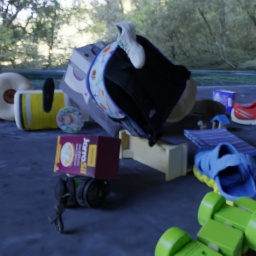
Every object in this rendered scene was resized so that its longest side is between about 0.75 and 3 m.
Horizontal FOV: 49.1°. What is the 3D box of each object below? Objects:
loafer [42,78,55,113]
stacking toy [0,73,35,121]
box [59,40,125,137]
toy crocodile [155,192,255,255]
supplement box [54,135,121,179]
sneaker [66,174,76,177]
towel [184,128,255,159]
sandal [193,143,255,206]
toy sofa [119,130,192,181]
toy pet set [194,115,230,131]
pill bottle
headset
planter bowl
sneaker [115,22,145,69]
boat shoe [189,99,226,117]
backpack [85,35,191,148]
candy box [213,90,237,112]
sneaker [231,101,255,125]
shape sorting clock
[{"bbox_3d":[-2.305,-0.931,8.033,0.345,1.017,0.357,5,-9,-18],"label":"loafer"},{"bbox_3d":[-5.250,-1.437,13.154,2.048,2.048,2.803,-3,6,-11],"label":"stacking toy"},{"bbox_3d":[-0.735,-1.418,9.884,2.829,1.869,1.623,41,42,9],"label":"box"},{"bbox_3d":[1.174,1.650,3.728,0.948,0.867,2.808,15,26,41],"label":"toy crocodile"},{"bbox_3d":[-0.890,0.604,5.971,0.646,0.832,1.507,12,-11,-43],"label":"supplement box"},{"bbox_3d":[-1.287,0.883,7.099,0.950,0.383,0.696,-18,27,-35],"label":"sneaker"},{"bbox_3d":[2.862,0.441,8.575,1.586,0.261,2.191,-4,21,-15],"label":"towel"},{"bbox_3d":[2.072,0.821,5.979,1.036,1.135,2.607,-3,14,-3],"label":"sandal"},{"bbox_3d":[0.701,0.585,7.375,0.970,0.823,1.988,-13,20,-36],"label":"toy sofa"},{"bbox_3d":[3.186,-0.105,10.248,1.100,0.626,1.178,-8,18,-28],"label":"toy pet set"},{"bbox_3d":[-2.915,-0.731,10.900,2.667,1.494,1.494,-3,16,-13],"label":"pill bottle"},{"bbox_3d":[-0.958,1.355,5.366,1.049,0.798,1.699,-1,0,12],"label":"headset"},{"bbox_3d":[1.856,-1.172,11.943,2.168,2.168,1.459,2,42,9],"label":"planter bowl"},{"bbox_3d":[-0.011,-1.665,5.661,0.453,1.024,0.385,-10,-15,-37],"label":"sneaker"},{"bbox_3d":[3.668,-1.041,13.283,0.776,0.821,2.283,-15,22,-41],"label":"boat shoe"},{"bbox_3d":[0.125,-1.082,6.858,1.791,2.214,2.325,4,58,47],"label":"backpack"},{"bbox_3d":[4.883,-1.381,14.207,0.449,0.985,1.165,-13,21,-30],"label":"candy box"},{"bbox_3d":[5.483,-0.634,11.406,2.413,1.025,0.929,1,15,3],"label":"sneaker"},{"bbox_3d":[-1.831,-0.246,8.863,0.868,0.868,0.170,0,22,1],"label":"shape sorting clock"}]
